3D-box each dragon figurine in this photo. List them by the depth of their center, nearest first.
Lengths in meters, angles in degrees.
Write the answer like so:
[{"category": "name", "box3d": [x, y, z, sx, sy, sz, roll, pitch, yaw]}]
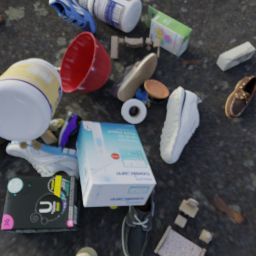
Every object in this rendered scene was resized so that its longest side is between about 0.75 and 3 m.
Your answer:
[{"category": "dragon figurine", "box3d": [0.551, -1.275, 11.161, 0.785, 0.464, 1.578, 15, 67, 14]}]

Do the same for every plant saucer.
[{"category": "plant saucer", "box3d": [1.089, -1.485, 10.973, 1.028, 0.192, 1.028, 15, 42, -14]}]

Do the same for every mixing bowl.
[{"category": "mixing bowl", "box3d": [-1.533, -2.353, 10.986, 1.288, 2.379, 2.379, 17, 55, -42]}]

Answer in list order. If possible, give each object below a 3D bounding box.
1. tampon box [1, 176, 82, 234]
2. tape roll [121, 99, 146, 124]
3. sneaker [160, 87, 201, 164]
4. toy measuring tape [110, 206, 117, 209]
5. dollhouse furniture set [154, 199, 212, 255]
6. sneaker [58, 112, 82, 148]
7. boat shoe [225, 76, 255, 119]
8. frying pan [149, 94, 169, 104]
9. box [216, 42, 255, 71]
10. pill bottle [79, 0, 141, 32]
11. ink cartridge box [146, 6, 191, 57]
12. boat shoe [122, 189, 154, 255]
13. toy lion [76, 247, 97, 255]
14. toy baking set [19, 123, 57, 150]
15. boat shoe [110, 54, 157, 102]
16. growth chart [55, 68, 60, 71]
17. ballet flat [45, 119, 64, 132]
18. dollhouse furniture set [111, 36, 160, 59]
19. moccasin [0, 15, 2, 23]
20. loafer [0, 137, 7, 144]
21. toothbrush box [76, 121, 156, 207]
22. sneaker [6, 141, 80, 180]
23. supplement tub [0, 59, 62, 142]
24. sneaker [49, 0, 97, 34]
[{"category": "tampon box", "box3d": [-2.643, 2.460, 8.929, 2.107, 1.330, 1.579, -2, 65, -1]}, {"category": "tape roll", "box3d": [0.208, -0.629, 10.701, 0.920, 0.322, 0.920, -2, 100, -11]}, {"category": "sneaker", "box3d": [2.011, -0.033, 10.322, 1.176, 1.116, 2.921, 22, 73, -22]}, {"category": "toy measuring tape", "box3d": [-0.439, 1.769, 9.645, 0.750, 0.750, 2.038, 8, 57, 4]}, {"category": "dollhouse furniture set", "box3d": [1.665, 3.604, 8.480, 1.361, 1.163, 2.626, 31, 68, 14]}, {"category": "sneaker", "box3d": [-2.119, 0.132, 10.509, 0.718, 0.502, 1.444, 18, 70, -6]}, {"category": "boat shoe", "box3d": [4.461, -1.244, 10.960, 0.702, 0.701, 1.993, 36, 69, -15]}, {"category": "frying pan", "box3d": [1.086, -1.109, 11.226, 0.788, 0.212, 1.303, 35, 79, 28]}, {"category": "box", "box3d": [4.588, -3.042, 11.956, 1.502, 0.617, 0.514, -27, 68, -11]}, {"category": "pill bottle", "box3d": [-0.852, -5.524, 12.655, 2.644, 1.469, 1.469, 31, 68, 13]}, {"category": "ink cartridge box", "box3d": [1.554, -4.185, 12.182, 2.235, 1.160, 0.663, 36, 67, 16]}, {"category": "boat shoe", "box3d": [0.332, 2.904, 8.998, 0.908, 0.855, 2.527, 11, 66, 3]}, {"category": "toy lion", "box3d": [-1.237, 5.124, 7.888, 2.831, 0.972, 2.714, -34, 81, -7]}, {"category": "toy baking set", "box3d": [-3.537, -0.097, 9.530, 2.374, 0.276, 1.822, 34, 27, 0]}, {"category": "boat shoe", "box3d": [0.243, -2.144, 11.332, 0.865, 0.960, 2.668, 22, 62, 29]}, {"category": "growth chart", "box3d": [-3.827, -1.680, 11.529, 1.658, 0.203, 2.291, 9, 65, 5]}, {"category": "ballet flat", "box3d": [-2.987, -0.067, 10.655, 1.153, 0.408, 0.408, -28, 68, -13]}, {"category": "dollhouse furniture set", "box3d": [0.332, -3.392, 12.063, 2.005, 1.039, 0.888, 4, 102, 4]}, {"category": "moccasin", "box3d": [-6.482, -4.994, 13.011, 1.201, 0.439, 0.464, -2, 56, -11]}, {"category": "loafer", "box3d": [-4.889, 0.077, 10.199, 0.944, 1.046, 2.766, 41, 67, 17]}, {"category": "toothbrush box", "box3d": [-0.518, 1.078, 8.842, 1.918, 1.117, 2.619, 5, 40, -20]}, {"category": "sneaker", "box3d": [-2.946, 1.213, 9.725, 2.852, 1.069, 1.236, 10, 70, 5]}, {"category": "supplement tub", "box3d": [-3.220, -1.010, 8.978, 1.951, 1.951, 2.684, -1, 31, 0]}, {"category": "sneaker", "box3d": [-2.407, -4.892, 12.156, 2.411, 0.891, 0.992, 40, 62, -28]}]
